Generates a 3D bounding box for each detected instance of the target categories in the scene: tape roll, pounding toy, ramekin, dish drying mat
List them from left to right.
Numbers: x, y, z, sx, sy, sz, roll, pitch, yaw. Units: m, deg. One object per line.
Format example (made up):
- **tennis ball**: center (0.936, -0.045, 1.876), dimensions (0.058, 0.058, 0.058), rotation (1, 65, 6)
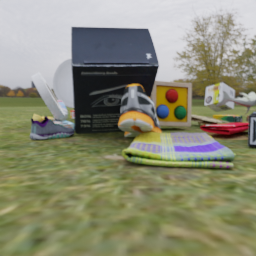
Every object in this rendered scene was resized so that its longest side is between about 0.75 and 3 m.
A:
- **tape roll**: center (-2.753, -1.084, 9.710), dimensions (0.320, 1.752, 1.752), rotation (-30, 10, -6)
- **ramekin**: center (-2.342, -2.085, 13.418), dimensions (2.351, 2.351, 1.095), rotation (2, 3, 24)
- **pounding toy**: center (0.904, -1.111, 9.517), dimensions (2.399, 2.107, 1.097), rotation (1, 0, -19)
- **dish drying mat**: center (3.050, -0.022, 8.356), dimensions (0.899, 0.213, 2.342), rotation (4, 6, 40)

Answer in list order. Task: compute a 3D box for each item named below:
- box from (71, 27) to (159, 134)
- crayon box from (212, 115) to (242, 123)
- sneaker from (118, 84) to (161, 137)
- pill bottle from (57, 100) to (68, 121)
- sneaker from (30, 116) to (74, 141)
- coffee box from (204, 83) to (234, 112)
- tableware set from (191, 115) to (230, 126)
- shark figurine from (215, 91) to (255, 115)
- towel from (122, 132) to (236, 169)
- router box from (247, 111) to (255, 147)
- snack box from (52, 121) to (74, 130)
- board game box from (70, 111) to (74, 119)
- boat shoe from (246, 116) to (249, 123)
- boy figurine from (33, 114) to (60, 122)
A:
- **box**: center (-0.498, -1.188, 7.694), dimensions (2.058, 1.451, 2.781), rotation (-2, -36, -11)
- **crayon box**: center (4.615, -0.442, 13.315), dimensions (0.832, 0.333, 1.310), rotation (-5, 7, -44)
- **sneaker**: center (0.329, -0.294, 6.999), dimensions (0.985, 0.972, 2.516), rotation (-3, -11, 5)
- **pill bottle**: center (-2.909, -0.743, 12.058), dimensions (0.508, 0.508, 0.935), rotation (-3, 41, -30)
- **sneaker**: center (-1.979, -0.022, 7.512), dimensions (0.503, 0.592, 1.352), rotation (4, 7, 37)
- **coffee box**: center (3.648, -1.195, 11.198), dimensions (0.825, 0.824, 0.816), rotation (21, -19, -33)
- **tableware set**: center (2.862, -0.215, 10.722), dimensions (1.245, 0.377, 1.883), rotation (7, 7, -12)
- **shark figurine**: center (3.403, -0.685, 8.275), dimensions (1.454, 0.607, 0.869), rotation (-7, 30, -27)
- **towel**: center (0.891, 0.343, 5.329), dimensions (1.793, 0.284, 2.497), rotation (2, 5, 9)
- **router box**: center (4.068, -0.005, 6.567), dimensions (2.164, 0.719, 2.752), rotation (3, 6, 28)
- **snack box**: center (-2.404, -0.054, 9.478), dimensions (0.888, 0.284, 1.528), rotation (-2, 6, -23)
- **board game box**: center (-2.018, -0.728, 15.445), dimensions (1.530, 0.468, 2.019), rotation (-6, 8, -44)
- **boat shoe**: center (5.520, -0.324, 11.706), dimensions (1.169, 0.395, 0.421), rotation (5, 7, 40)
- **boy figurine**: center (-3.550, -0.396, 12.342), dimensions (1.360, 0.438, 0.845), rotation (0, 6, -34)
